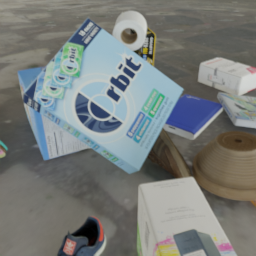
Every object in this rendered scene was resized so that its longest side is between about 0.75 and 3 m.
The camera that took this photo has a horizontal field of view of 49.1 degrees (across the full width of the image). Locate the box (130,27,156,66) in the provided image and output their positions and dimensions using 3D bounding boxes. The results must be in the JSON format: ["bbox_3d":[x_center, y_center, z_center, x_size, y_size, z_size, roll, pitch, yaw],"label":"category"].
[{"bbox_3d":[0.560,-3.360,12.194,0.598,1.936,2.424,-6,31,-9],"label":"box"}]

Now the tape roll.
[{"bbox_3d":[0.056,-2.851,8.269,0.965,0.965,0.663,3,45,5],"label":"tape roll"}]

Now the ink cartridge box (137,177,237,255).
[{"bbox_3d":[0.817,2.141,3.499,0.925,1.609,2.748,-5,32,-8],"label":"ink cartridge box"}]

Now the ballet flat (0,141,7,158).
[{"bbox_3d":[-4.052,0.285,7.361,1.011,0.982,2.842,-39,41,-21],"label":"ballet flat"}]

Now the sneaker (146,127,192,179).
[{"bbox_3d":[0.804,0.638,6.995,0.823,0.767,2.179,-35,44,8],"label":"sneaker"}]

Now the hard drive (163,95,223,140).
[{"bbox_3d":[1.933,-0.427,8.974,1.442,0.277,2.185,21,37,31],"label":"hard drive"}]

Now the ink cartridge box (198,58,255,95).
[{"bbox_3d":[3.993,-2.084,11.179,1.410,0.797,1.925,-22,38,-32],"label":"ink cartridge box"}]

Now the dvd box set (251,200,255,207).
[{"bbox_3d":[3.341,1.691,5.564,1.175,0.236,1.606,-10,33,-16],"label":"dvd box set"}]

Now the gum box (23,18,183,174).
[{"bbox_3d":[-0.447,-0.754,6.497,2.878,0.641,2.445,35,66,-8],"label":"gum box"}]

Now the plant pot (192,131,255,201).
[{"bbox_3d":[2.454,0.678,6.376,1.950,0.900,1.950,-5,25,2],"label":"plant pot"}]

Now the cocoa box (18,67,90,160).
[{"bbox_3d":[-1.959,-0.590,7.874,1.655,1.682,2.521,-15,34,-22],"label":"cocoa box"}]

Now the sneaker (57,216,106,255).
[{"bbox_3d":[-0.952,2.102,4.430,0.638,0.719,1.702,14,34,21],"label":"sneaker"}]

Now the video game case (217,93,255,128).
[{"bbox_3d":[4.112,-0.518,8.905,2.118,0.233,1.930,7,31,-4],"label":"video game case"}]
